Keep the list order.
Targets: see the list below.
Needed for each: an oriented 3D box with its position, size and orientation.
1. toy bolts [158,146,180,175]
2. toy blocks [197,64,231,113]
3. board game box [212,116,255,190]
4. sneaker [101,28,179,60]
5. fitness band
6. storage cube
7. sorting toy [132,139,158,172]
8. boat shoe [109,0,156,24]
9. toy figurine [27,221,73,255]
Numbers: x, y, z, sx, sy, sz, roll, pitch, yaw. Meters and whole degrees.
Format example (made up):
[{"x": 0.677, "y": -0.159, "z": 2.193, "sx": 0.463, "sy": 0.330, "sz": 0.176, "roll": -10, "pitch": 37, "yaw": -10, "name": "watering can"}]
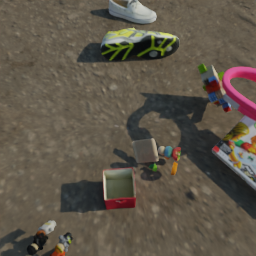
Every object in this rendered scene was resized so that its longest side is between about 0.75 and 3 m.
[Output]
[{"x": 1.087, "y": 0.817, "z": 7.699, "sx": 0.578, "sy": 0.834, "sz": 0.796, "roll": 13, "pitch": 69, "yaw": 14, "name": "toy bolts"}, {"x": 2.723, "y": -1.149, "z": 8.683, "sx": 0.780, "sy": 1.562, "sz": 1.068, "roll": -24, "pitch": 37, "yaw": 26, "name": "toy blocks"}, {"x": 3.769, "y": 0.897, "z": 7.692, "sx": 1.544, "sy": 0.423, "sz": 2.446, "roll": -46, "pitch": 66, "yaw": 0, "name": "board game box"}, {"x": 0.446, "y": -3.248, "z": 10.325, "sx": 2.888, "sy": 1.089, "sz": 1.103, "roll": -1, "pitch": 58, "yaw": -2, "name": "sneaker"}, {"x": 3.498, "y": -0.927, "z": 7.573, "sx": 1.511, "sy": 0.394, "sz": 2.103, "roll": -31, "pitch": 59, "yaw": -23, "name": "fitness band"}, {"x": -0.222, "y": 1.610, "z": 7.392, "sx": 0.801, "sy": 0.842, "sz": 0.937, "roll": -4, "pitch": 57, "yaw": -2, "name": "storage cube"}, {"x": 0.537, "y": 0.807, "z": 8.073, "sx": 0.711, "sy": 0.141, "sz": 0.961, "roll": -10, "pitch": 94, "yaw": 33, "name": "sorting toy"}, {"x": 0.176, "y": -4.953, "z": 11.598, "sx": 2.091, "sy": 0.730, "sz": 0.741, "roll": 20, "pitch": 60, "yaw": 12, "name": "boat shoe"}, {"x": -1.833, "y": 2.729, "z": 6.562, "sx": 0.882, "sy": 0.869, "sz": 0.614, "roll": 36, "pitch": 28, "yaw": 8, "name": "toy figurine"}]
